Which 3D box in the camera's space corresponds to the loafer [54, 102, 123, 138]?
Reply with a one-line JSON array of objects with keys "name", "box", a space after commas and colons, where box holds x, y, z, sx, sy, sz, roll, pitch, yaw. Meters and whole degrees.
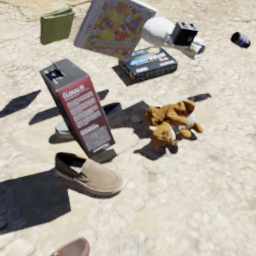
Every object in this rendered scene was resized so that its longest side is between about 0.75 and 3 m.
[{"name": "loafer", "box": [-1.575, -0.395, 11.301, 2.871, 1.002, 1.004, -19, 48, -18]}]

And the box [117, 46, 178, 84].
[{"name": "box", "box": [0.985, -3.368, 14.560, 2.537, 0.584, 2.017, -19, 48, -18]}]

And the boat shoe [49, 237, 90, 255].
[{"name": "boat shoe", "box": [-1.928, 3.743, 7.321, 0.823, 0.822, 2.339, 29, 51, 29]}]

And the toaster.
[{"name": "toaster", "box": [1.780, -2.965, 8.944, 0.699, 0.773, 0.459, -1, 54, -21]}]

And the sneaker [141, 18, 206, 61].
[{"name": "sneaker", "box": [1.884, -3.280, 10.475, 2.793, 1.029, 1.614, -9, 40, -46]}]

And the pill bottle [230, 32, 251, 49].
[{"name": "pill bottle", "box": [4.880, -3.752, 12.099, 0.922, 0.516, 0.516, 14, 36, -33]}]

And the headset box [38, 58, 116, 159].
[{"name": "headset box", "box": [-1.492, -0.691, 7.996, 0.993, 2.573, 1.914, -31, 37, -14]}]

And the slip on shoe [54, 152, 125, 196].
[{"name": "slip on shoe", "box": [-1.362, 1.476, 9.576, 2.646, 0.802, 1.006, 20, 48, 19]}]

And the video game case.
[{"name": "video game case", "box": [-0.507, -4.083, 11.388, 2.808, 2.556, 0.321, 4, 43, -40]}]

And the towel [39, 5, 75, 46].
[{"name": "towel", "box": [-2.955, -4.163, 11.512, 1.457, 1.963, 0.358, -25, 79, -24]}]

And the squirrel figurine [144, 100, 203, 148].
[{"name": "squirrel figurine", "box": [1.536, -0.114, 11.000, 1.947, 1.476, 2.086, -39, 41, -19]}]
